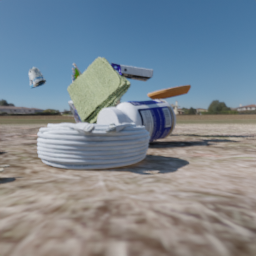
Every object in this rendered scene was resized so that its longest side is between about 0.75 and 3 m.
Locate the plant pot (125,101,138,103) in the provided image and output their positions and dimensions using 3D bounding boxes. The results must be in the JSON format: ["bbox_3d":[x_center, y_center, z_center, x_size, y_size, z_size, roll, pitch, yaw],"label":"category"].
[{"bbox_3d":[0.769,-0.472,14.117,1.847,1.661,1.847,0,2,-6],"label":"plant pot"}]

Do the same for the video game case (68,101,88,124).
[{"bbox_3d":[-1.445,-0.388,10.115,1.649,1.181,0.149,10,39,43],"label":"video game case"}]

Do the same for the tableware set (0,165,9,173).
[{"bbox_3d":[-2.152,0.596,3.197,1.184,0.164,1.417,0,1,-4],"label":"tableware set"}]

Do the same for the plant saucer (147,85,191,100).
[{"bbox_3d":[1.943,-1.614,13.164,2.056,0.385,2.056,-12,2,0],"label":"plant saucer"}]

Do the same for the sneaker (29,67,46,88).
[{"bbox_3d":[-3.651,-2.021,11.121,0.621,0.718,1.657,-26,9,-23],"label":"sneaker"}]

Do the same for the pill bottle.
[{"bbox_3d":[0.276,-0.162,8.545,2.259,1.307,1.307,-9,7,-39],"label":"pill bottle"}]

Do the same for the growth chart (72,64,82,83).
[{"bbox_3d":[-2.107,-1.832,11.535,0.126,1.420,1.028,-1,-11,10],"label":"growth chart"}]

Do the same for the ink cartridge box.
[{"bbox_3d":[0.056,-2.027,10.337,1.510,0.328,1.496,10,3,-6],"label":"ink cartridge box"}]

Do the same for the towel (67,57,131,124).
[{"bbox_3d":[-1.045,-1.260,9.203,0.467,1.897,2.558,44,5,-42],"label":"towel"}]

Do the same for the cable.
[{"bbox_3d":[-0.604,0.273,5.185,2.051,0.710,2.051,-1,0,37],"label":"cable"}]
